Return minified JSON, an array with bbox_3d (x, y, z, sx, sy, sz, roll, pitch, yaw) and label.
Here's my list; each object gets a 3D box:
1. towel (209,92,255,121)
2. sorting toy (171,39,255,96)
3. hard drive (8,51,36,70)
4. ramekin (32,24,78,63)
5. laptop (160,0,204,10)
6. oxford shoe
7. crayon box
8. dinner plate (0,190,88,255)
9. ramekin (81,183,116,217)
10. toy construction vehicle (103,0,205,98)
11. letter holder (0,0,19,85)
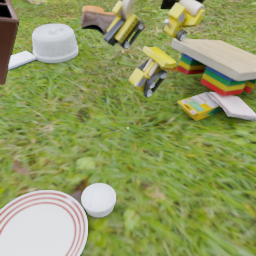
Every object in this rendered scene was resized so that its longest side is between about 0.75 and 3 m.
[{"bbox_3d":[3.317,-0.695,8.851,1.254,0.202,1.197,6,37,-28],"label":"towel"},{"bbox_3d":[3.337,-2.133,9.817,2.838,0.994,2.856,-12,40,-37],"label":"sorting toy"},{"bbox_3d":[-4.564,-2.805,11.577,1.233,0.156,0.814,-33,51,-32],"label":"hard drive"},{"bbox_3d":[-3.136,-3.660,11.907,1.921,1.008,1.921,0,41,0],"label":"ramekin"},{"bbox_3d":[1.847,-3.994,7.499,1.841,0.951,1.632,-5,1,-1],"label":"laptop"},{"bbox_3d":[-0.547,-3.647,10.022,2.288,0.816,0.834,11,86,-2],"label":"oxford shoe"},{"bbox_3d":[2.293,-0.681,9.007,1.274,0.329,0.801,-18,45,-24],"label":"crayon box"},{"bbox_3d":[-1.890,2.228,5.800,2.120,0.257,2.120,0,41,0],"label":"dinner plate"},{"bbox_3d":[-0.659,1.665,6.354,0.770,0.359,0.770,0,42,0],"label":"ramekin"},{"bbox_3d":[0.463,-2.498,7.258,2.281,2.620,0.923,49,19,28],"label":"toy construction vehicle"},{"bbox_3d":[-3.148,-1.783,5.661,1.299,1.827,0.919,-10,62,-38],"label":"letter holder"}]
